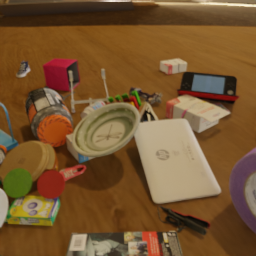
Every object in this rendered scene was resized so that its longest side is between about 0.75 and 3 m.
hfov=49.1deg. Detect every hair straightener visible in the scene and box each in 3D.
[{"bbox_3d":[1.260,2.236,6.756,1.327,0.272,0.511,20,36,29],"label":"hair straightener"}]

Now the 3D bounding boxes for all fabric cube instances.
[{"bbox_3d":[-3.264,-2.639,13.858,1.260,1.264,1.240,7,33,15],"label":"fabric cube"}]

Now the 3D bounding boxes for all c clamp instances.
[{"bbox_3d":[-3.684,-1.551,13.089,1.866,0.253,1.594,25,44,32],"label":"c clamp"}]

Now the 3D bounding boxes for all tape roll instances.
[{"bbox_3d":[3.505,1.416,6.054,1.006,2.367,2.367,-22,38,-35],"label":"tape roll"}]

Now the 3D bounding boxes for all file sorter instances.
[{"bbox_3d":[-5.286,0.159,8.945,1.774,1.569,2.557,24,39,35],"label":"file sorter"}]

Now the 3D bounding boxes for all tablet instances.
[{"bbox_3d":[1.334,0.836,8.475,1.943,0.204,2.985,-6,45,-9],"label":"tablet"}]

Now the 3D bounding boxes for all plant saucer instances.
[{"bbox_3d":[-0.615,0.139,8.494,2.205,0.553,2.205,-16,40,14],"label":"plant saucer"}]

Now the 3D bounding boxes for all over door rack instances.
[{"bbox_3d":[-1.714,-1.589,12.410,1.681,0.758,2.276,-6,53,-9],"label":"over door rack"}]

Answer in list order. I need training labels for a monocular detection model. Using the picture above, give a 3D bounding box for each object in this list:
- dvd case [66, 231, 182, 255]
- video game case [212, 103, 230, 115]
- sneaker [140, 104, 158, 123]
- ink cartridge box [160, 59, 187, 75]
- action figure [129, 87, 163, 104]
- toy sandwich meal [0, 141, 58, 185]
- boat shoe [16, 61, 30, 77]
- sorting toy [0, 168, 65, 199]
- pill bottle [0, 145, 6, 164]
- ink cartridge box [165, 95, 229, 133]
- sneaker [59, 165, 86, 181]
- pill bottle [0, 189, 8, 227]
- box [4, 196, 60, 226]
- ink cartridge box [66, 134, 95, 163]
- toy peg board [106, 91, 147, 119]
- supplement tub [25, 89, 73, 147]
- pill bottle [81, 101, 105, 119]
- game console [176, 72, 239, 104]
[{"bbox_3d":[-0.078,2.759,5.608,2.407,0.265,1.757,0,20,-2],"label":"dvd case"},{"bbox_3d":[3.844,-0.808,11.962,0.649,0.079,0.908,-7,32,-11],"label":"video game case"},{"bbox_3d":[0.556,-0.481,10.969,0.844,0.551,1.509,-9,32,-14],"label":"sneaker"},{"bbox_3d":[2.572,-3.505,15.970,1.261,0.522,0.924,-13,34,-21],"label":"ink cartridge box"},{"bbox_3d":[0.852,-1.403,12.551,1.585,0.550,1.031,25,32,29],"label":"action figure"},{"bbox_3d":[-2.920,1.107,8.266,1.767,0.605,1.767,-11,50,14],"label":"toy sandwich meal"},{"bbox_3d":[-5.881,-3.286,15.527,0.492,0.612,1.319,0,31,1],"label":"boat shoe"},{"bbox_3d":[-2.693,1.515,7.534,2.177,0.750,0.755,2,74,3],"label":"sorting toy"},{"bbox_3d":[-4.131,0.942,8.597,0.529,0.529,0.996,3,31,6],"label":"pill bottle"},{"bbox_3d":[2.649,-0.520,10.865,1.245,0.721,2.138,-22,36,-33],"label":"ink cartridge box"},{"bbox_3d":[-1.649,1.277,8.109,0.931,0.343,0.404,-22,-4,-32],"label":"sneaker"},{"bbox_3d":[-4.400,1.558,6.475,2.999,1.745,1.745,16,35,23],"label":"pill bottle"},{"bbox_3d":[-2.439,2.052,7.028,1.273,0.308,0.747,0,29,4],"label":"box"},{"bbox_3d":[-1.093,0.441,9.399,1.703,0.578,0.988,-20,37,-27],"label":"ink cartridge box"},{"bbox_3d":[-0.280,-0.704,10.607,1.587,0.776,1.580,-12,26,25],"label":"toy peg board"},{"bbox_3d":[-2.807,-0.377,9.968,1.412,1.412,2.305,-13,34,-20],"label":"supplement tub"},{"bbox_3d":[-1.388,-0.643,11.209,0.578,0.578,1.062,17,36,26],"label":"pill bottle"},{"bbox_3d":[3.523,-1.920,12.280,2.501,1.484,2.155,9,62,14],"label":"game console"}]
